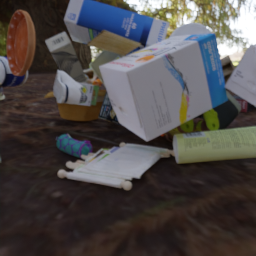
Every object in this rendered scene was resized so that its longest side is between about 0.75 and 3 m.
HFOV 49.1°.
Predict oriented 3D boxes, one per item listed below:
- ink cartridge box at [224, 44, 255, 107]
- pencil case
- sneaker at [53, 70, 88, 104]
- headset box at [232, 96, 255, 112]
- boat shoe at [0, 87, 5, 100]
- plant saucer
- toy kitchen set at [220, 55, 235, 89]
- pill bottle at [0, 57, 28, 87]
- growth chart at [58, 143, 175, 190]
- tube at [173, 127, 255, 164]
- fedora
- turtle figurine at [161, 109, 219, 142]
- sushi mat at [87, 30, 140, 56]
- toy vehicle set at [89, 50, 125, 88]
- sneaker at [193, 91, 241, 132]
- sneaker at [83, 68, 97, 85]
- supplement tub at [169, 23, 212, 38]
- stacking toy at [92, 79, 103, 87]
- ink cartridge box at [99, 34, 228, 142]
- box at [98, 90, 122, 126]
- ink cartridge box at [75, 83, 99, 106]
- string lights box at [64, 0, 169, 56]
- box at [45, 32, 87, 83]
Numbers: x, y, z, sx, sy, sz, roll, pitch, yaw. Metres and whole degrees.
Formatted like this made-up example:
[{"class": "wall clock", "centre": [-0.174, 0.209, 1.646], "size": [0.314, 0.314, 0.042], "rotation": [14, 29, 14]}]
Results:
[{"class": "ink cartridge box", "centre": [2.854, -1.101, 5.696], "size": [0.997, 0.980, 1.354], "rotation": [39, 40, 24]}, {"class": "pencil case", "centre": [-1.305, 0.432, 6.723], "size": [0.977, 0.452, 0.416], "rotation": [15, -4, 40]}, {"class": "sneaker", "centre": [-1.263, -0.841, 5.941], "size": [0.543, 0.515, 1.348], "rotation": [2, 29, -24]}, {"class": "headset box", "centre": [4.873, -1.083, 12.451], "size": [1.475, 0.570, 1.098], "rotation": [10, 17, 40]}, {"class": "boat shoe", "centre": [-7.448, -1.706, 14.541], "size": [0.822, 0.740, 2.285], "rotation": [7, 16, 25]}, {"class": "plant saucer", "centre": [-2.202, -1.721, 5.768], "size": [0.210, 1.303, 1.303], "rotation": [-1, 12, -41]}, {"class": "toy kitchen set", "centre": [2.167, -1.634, 8.818], "size": [2.161, 1.954, 2.395], "rotation": [-26, 12, 24]}, {"class": "pill bottle", "centre": [-3.931, -1.704, 8.556], "size": [0.929, 0.929, 1.606], "rotation": [5, 11, 18]}, {"class": "growth chart", "centre": [-0.163, 0.717, 6.089], "size": [1.761, 0.216, 2.433], "rotation": [8, 16, 30]}, {"class": "tube", "centre": [2.304, 0.365, 6.121], "size": [2.562, 0.743, 0.665], "rotation": [-6, -8, 2]}, {"class": "fedora", "centre": [-1.709, -0.840, 10.308], "size": [2.628, 1.072, 2.628], "rotation": [-2, 9, 0]}, {"class": "turtle figurine", "centre": [1.253, -0.046, 7.513], "size": [2.655, 0.855, 2.141], "rotation": [14, -8, -13]}, {"class": "sushi mat", "centre": [-0.291, -1.839, 6.144], "size": [0.570, 0.072, 1.191], "rotation": [-21, -14, 40]}, {"class": "toy vehicle set", "centre": [-0.472, -1.987, 9.755], "size": [1.904, 1.183, 0.252], "rotation": [54, 14, 28]}, {"class": "sneaker", "centre": [1.901, -0.743, 7.527], "size": [2.265, 1.203, 0.847], "rotation": [38, -19, -1]}, {"class": "sneaker", "centre": [-1.907, -1.682, 10.633], "size": [1.886, 0.722, 0.762], "rotation": [-50, 4, -41]}, {"class": "supplement tub", "centre": [1.930, -2.413, 8.603], "size": [1.402, 1.402, 1.928], "rotation": [4, 11, 14]}, {"class": "stacking toy", "centre": [-0.473, -1.918, 10.404], "size": [1.879, 1.031, 1.091], "rotation": [-21, -9, 11]}, {"class": "ink cartridge box", "centre": [0.724, -0.950, 6.015], "size": [2.057, 1.488, 1.514], "rotation": [-26, 24, -17]}, {"class": "box", "centre": [-0.048, -0.940, 8.530], "size": [0.404, 1.758, 1.397], "rotation": [16, 0, 44]}, {"class": "ink cartridge box", "centre": [-1.258, -0.907, 7.480], "size": [1.105, 0.574, 0.328], "rotation": [6, 10, -32]}, {"class": "string lights box", "centre": [-0.345, -3.006, 8.836], "size": [2.978, 0.878, 1.530], "rotation": [16, -5, -1]}, {"class": "box", "centre": [-2.026, -2.207, 9.341], "size": [0.739, 1.798, 0.615], "rotation": [-28, 58, -5]}]
